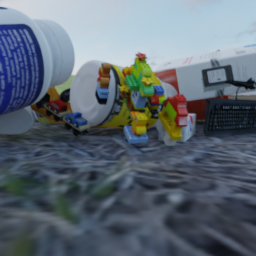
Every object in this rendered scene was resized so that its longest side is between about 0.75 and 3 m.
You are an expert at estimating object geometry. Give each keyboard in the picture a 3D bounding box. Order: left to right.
[{"bbox_3d":[2.502,-0.500,6.391,2.139,1.359,0.220,-3,9,-37],"label":"keyboard"}]

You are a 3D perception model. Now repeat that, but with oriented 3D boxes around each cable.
[{"bbox_3d":[-1.385,-0.998,7.892,1.118,0.348,1.371,-17,7,5],"label":"cable"}]

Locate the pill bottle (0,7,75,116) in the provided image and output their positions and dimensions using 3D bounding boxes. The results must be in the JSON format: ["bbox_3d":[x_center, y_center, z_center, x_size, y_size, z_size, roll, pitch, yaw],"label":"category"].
[{"bbox_3d":[-2.349,-1.063,4.630,1.782,1.782,2.978,3,20,32],"label":"pill bottle"}]

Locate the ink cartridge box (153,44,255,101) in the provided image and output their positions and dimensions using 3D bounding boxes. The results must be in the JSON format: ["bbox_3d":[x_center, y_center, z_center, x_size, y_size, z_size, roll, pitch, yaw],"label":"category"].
[{"bbox_3d":[2.341,-1.513,7.747,2.938,0.980,1.702,-7,19,20],"label":"ink cartridge box"}]

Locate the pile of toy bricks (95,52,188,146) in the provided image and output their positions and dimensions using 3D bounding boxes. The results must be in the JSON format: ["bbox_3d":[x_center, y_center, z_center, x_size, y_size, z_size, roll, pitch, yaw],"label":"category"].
[{"bbox_3d":[0.176,-0.785,5.106,1.259,1.120,2.269,-2,41,-22],"label":"pile of toy bricks"}]

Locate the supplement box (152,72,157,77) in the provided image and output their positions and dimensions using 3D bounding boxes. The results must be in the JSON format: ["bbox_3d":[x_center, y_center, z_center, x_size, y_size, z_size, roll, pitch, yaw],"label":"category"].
[{"bbox_3d":[0.748,-1.599,9.568,0.307,0.317,0.921,-2,37,22],"label":"supplement box"}]

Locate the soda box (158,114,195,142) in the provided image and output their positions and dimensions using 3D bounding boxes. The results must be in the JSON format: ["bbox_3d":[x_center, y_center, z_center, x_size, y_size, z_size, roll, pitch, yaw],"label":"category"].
[{"bbox_3d":[1.110,-0.034,6.110,0.531,0.494,1.557,2,6,22],"label":"soda box"}]

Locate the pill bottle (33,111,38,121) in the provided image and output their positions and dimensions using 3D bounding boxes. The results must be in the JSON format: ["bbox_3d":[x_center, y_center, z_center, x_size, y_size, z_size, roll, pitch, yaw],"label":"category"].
[{"bbox_3d":[-3.980,-0.824,11.449,1.909,1.072,1.072,2,6,38],"label":"pill bottle"}]

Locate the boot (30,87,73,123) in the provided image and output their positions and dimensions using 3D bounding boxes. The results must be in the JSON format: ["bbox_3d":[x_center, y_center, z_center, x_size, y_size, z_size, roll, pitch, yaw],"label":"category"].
[{"bbox_3d":[-2.269,-1.111,7.817,2.604,1.864,0.916,-8,22,-37],"label":"boot"}]

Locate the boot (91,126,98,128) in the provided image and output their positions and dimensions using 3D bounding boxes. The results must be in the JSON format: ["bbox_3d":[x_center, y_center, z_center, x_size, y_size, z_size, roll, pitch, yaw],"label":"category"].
[{"bbox_3d":[-0.660,-0.685,8.714,1.504,1.167,0.577,-18,20,-19],"label":"boot"}]

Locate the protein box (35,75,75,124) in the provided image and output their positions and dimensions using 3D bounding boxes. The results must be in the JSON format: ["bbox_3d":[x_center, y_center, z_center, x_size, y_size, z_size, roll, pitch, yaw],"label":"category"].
[{"bbox_3d":[-2.394,-1.030,10.040,1.509,1.026,1.520,0,48,5],"label":"protein box"}]

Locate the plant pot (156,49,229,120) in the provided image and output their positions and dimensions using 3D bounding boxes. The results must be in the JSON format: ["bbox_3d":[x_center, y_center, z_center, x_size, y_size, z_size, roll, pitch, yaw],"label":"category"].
[{"bbox_3d":[2.250,-1.305,10.293,2.492,2.563,2.563,-7,2,25],"label":"plant pot"}]

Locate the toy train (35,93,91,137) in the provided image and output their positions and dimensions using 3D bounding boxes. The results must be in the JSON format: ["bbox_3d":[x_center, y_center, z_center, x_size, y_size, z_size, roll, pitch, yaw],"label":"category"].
[{"bbox_3d":[-1.471,-0.377,5.904,1.906,0.436,0.325,32,30,29],"label":"toy train"}]

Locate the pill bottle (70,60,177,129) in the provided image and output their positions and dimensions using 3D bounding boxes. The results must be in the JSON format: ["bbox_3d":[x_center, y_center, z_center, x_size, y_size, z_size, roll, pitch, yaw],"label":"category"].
[{"bbox_3d":[0.021,-0.756,7.412,2.751,1.572,1.572,3,2,-44],"label":"pill bottle"}]

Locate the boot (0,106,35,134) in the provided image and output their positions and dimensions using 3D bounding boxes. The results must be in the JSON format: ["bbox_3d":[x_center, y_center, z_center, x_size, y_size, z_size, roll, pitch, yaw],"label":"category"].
[{"bbox_3d":[-3.325,-0.333,6.125,2.407,0.885,1.151,7,11,-23],"label":"boot"}]
